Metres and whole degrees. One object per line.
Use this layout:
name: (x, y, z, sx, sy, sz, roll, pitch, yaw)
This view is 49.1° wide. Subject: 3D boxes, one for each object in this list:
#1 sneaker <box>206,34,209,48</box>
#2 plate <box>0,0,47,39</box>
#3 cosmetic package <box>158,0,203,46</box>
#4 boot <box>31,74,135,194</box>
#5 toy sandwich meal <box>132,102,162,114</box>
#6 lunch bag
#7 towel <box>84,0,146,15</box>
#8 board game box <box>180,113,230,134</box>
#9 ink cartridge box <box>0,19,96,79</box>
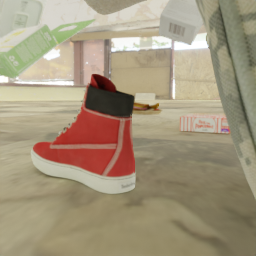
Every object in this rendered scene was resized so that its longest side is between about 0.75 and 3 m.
sneaker: (2.883, -2.189, 6.691, 1.968, 0.660, 0.884, -11, 4, -26)
plate: (-3.347, -3.246, 8.416, 0.327, 2.025, 2.021, 37, 27, 17)
cosmetic package: (1.514, -2.986, 6.903, 0.920, 1.810, 0.670, 25, -24, 12)
boot: (-0.516, -0.011, 2.925, 1.465, 1.057, 0.531, 5, 8, 40)
toy sandwich meal: (0.768, -0.931, 12.718, 1.593, 0.546, 1.593, 0, 7, 0)
lunch bag: (1.480, -0.504, 1.611, 1.974, 2.377, 2.834, 2, 8, 25)
towel: (0.025, -3.256, 5.502, 2.986, 0.515, 1.979, -7, -13, 32)
board game box: (2.027, -0.136, 6.910, 1.134, 0.347, 1.497, 3, 8, 25)
ink cartridge box: (-2.548, -2.461, 7.671, 2.100, 0.692, 2.886, 15, 54, 46)
